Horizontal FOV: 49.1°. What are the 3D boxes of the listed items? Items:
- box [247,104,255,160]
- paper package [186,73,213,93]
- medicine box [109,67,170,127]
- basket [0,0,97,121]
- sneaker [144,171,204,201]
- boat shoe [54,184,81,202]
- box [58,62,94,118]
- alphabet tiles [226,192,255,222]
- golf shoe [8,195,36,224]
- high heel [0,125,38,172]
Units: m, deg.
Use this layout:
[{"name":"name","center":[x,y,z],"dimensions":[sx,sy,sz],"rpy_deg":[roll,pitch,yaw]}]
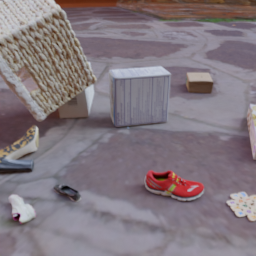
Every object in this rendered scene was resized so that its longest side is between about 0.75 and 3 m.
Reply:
[{"name":"box","center":[4.229,0.068,8.972],"dimensions":[0.581,0.543,2.804],"rpy_deg":[9,31,15]},{"name":"paper package","center":[3.185,-2.043,12.638],"dimensions":[1.078,0.585,1.131],"rpy_deg":[3,31,4]},{"name":"medicine box","center":[0.375,-1.105,9.756],"dimensions":[1.950,1.776,1.004],"rpy_deg":[-5,28,-11]},{"name":"basket","center":[-2.825,-2.319,8.521],"dimensions":[2.271,2.799,2.824],"rpy_deg":[-33,47,-9]},{"name":"sneaker","center":[1.102,1.328,6.706],"dimensions":[1.432,0.608,0.551],"rpy_deg":[5,30,9]},{"name":"boat shoe","center":[-1.476,1.502,6.775],"dimensions":[0.840,0.239,0.281],"rpy_deg":[19,35,29]},{"name":"box","center":[-2.017,-1.511,10.824],"dimensions":[1.094,1.396,2.245],"rpy_deg":[-3,30,1]},{"name":"alphabet tiles","center":[2.738,1.801,6.434],"dimensions":[0.816,0.061,0.834],"rpy_deg":[-9,31,-13]},{"name":"golf shoe","center":[-2.445,1.789,6.199],"dimensions":[0.900,0.339,0.412],"rpy_deg":[21,39,34]},{"name":"high heel","center":[-3.322,0.496,8.040],"dimensions":[1.360,0.681,1.908],"rpy_deg":[2,38,-10]}]
